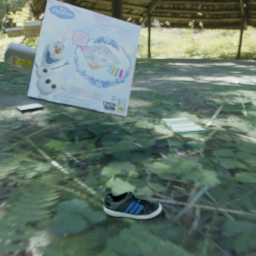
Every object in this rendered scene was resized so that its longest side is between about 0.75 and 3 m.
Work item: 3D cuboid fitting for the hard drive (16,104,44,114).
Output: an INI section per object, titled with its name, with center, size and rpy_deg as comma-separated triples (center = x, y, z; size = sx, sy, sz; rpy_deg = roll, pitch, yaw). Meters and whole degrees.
[hard drive]
center = -5.150, -1.026, 14.681
size = 1.177, 0.223, 0.822
rpy_deg = -15, 23, -36

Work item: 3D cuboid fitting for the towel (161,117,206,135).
[towel]
center = 2.294, -0.107, 11.911
size = 1.332, 0.204, 1.746
rpy_deg = -4, 19, -16

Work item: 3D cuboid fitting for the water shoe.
[water shoe]
center = 0.098, 1.650, 6.078
size = 1.268, 0.500, 0.453
rpy_deg = 0, 18, 0

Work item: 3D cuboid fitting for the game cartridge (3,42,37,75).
[game cartridge]
center = -4.997, -3.161, 12.918
size = 1.372, 0.416, 2.058
rpy_deg = 14, -21, -20

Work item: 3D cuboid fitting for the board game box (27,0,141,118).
[board game box]
center = -1.270, -2.035, 8.620
size = 2.958, 2.944, 0.642
rpy_deg = 12, -5, -15

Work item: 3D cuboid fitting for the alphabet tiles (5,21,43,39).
[alphabet tiles]
center = -3.320, -3.696, 10.559
size = 2.408, 0.180, 2.462
rpy_deg = -12, 11, -18
